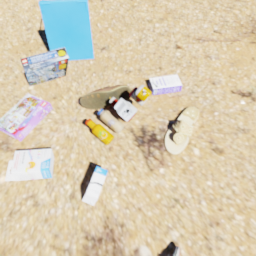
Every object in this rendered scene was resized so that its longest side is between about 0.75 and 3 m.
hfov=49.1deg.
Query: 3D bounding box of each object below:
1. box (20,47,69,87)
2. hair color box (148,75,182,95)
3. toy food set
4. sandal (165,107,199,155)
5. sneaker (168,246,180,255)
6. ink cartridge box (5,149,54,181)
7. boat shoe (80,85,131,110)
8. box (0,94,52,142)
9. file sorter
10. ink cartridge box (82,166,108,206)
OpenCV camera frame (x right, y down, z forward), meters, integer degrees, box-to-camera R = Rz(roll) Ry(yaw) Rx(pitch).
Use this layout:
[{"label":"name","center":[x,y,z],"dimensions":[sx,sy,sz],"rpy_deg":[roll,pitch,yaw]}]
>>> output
[{"label":"box","center":[-3.370,-2.431,11.472],"dimensions":[1.702,2.486,0.496],"rpy_deg":[-20,90,-17]},{"label":"hair color box","center":[1.608,-1.878,12.225],"dimensions":[1.299,0.421,0.710],"rpy_deg":[-8,53,-8]},{"label":"toy food set","center":[-0.333,-0.735,10.260],"dimensions":[1.174,2.609,1.245],"rpy_deg":[41,25,2]},{"label":"sandal","center":[2.079,-0.123,10.590],"dimensions":[0.881,0.790,2.403],"rpy_deg":[24,56,18]},{"label":"sneaker","center":[1.138,3.725,7.801],"dimensions":[0.373,0.403,0.999],"rpy_deg":[28,57,23]},{"label":"ink cartridge box","center":[-3.415,1.269,9.607],"dimensions":[1.585,0.538,0.912],"rpy_deg":[-4,48,-5]},{"label":"boat shoe","center":[-0.926,-1.319,11.640],"dimensions":[2.144,0.772,0.724],"rpy_deg":[-14,28,-3]},{"label":"box","center":[-4.068,-0.451,10.985],"dimensions":[1.272,0.364,1.859],"rpy_deg":[23,59,25]},{"label":"file sorter","center":[-2.735,-4.834,13.051],"dimensions":[1.992,2.871,1.761],"rpy_deg":[-5,48,-4]},{"label":"ink cartridge box","center":[-1.066,1.868,9.003],"dimensions":[0.428,0.735,1.017],"rpy_deg":[23,53,-4]}]
